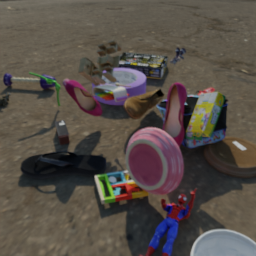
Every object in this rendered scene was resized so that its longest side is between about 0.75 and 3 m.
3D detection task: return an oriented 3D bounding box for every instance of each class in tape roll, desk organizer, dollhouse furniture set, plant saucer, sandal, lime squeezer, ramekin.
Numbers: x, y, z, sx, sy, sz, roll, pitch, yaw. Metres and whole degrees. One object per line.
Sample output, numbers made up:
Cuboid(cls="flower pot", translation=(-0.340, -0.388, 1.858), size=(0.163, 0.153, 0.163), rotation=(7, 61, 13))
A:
Cuboid(cls="tape roll", translation=(-0.463, -2.163, 14.304), size=(2.733, 0.897, 2.733), rotation=(-1, 32, 0))
Cuboid(cls="desk organizer", translation=(-2.605, 0.169, 11.059), size=(0.400, 0.429, 1.115), rotation=(-11, 34, -17))
Cuboid(cls="dollhouse furniture set", translation=(-0.976, -2.426, 11.367), size=(1.699, 1.129, 1.489), rotation=(-6, 66, 33))
Cuboid(cls="plant saucer", translation=(3.825, 0.938, 9.978), size=(2.172, 0.320, 2.172), rotation=(0, 31, 0))
Cuboid(cls="plant saucer", translation=(0.615, 0.986, 7.919), size=(1.950, 1.950, 0.494), rotation=(26, 25, 35))
Cuboid(cls="sandal", translation=(-2.156, 1.106, 9.420), size=(2.824, 0.605, 1.074), rotation=(-2, 32, -3))
Cuboid(cls="lime squeezer", translation=(-3.515, -1.908, 12.624), size=(0.697, 1.973, 0.372), rotation=(-26, 30, 23))
Cuboid(cls="ramekin", translation=(2.131, 3.138, 5.974), size=(1.677, 0.880, 1.677), rotation=(0, 33, 0))

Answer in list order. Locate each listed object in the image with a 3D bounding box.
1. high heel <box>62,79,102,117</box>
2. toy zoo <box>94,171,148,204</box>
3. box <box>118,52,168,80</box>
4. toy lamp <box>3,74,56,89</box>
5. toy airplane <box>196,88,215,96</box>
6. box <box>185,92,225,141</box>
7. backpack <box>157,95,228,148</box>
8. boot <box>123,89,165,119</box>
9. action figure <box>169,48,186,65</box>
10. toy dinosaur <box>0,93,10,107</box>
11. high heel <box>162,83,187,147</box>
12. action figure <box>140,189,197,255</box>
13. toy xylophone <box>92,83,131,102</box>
Cuboid(cls="high heel", translation=(-1.597, -1.047, 10.850), size=(0.745, 2.211, 1.060), rotation=(-44, 38, -8))
Cuboid(cls="toy zoo", translation=(-0.103, 1.765, 8.682), size=(1.707, 0.175, 1.120), rotation=(-6, 32, -15))
Cuboid(cls="box", translation=(0.778, -3.846, 17.125), size=(2.970, 0.733, 2.371), rotation=(8, 35, 13))
Cuboid(cls="toy lamp", translation=(-5.235, -2.489, 14.974), size=(2.737, 0.797, 0.797), rotation=(2, 32, 8))
Cuboid(cls="toy airplane", translation=(4.091, -1.610, 14.010), size=(1.483, 0.273, 1.483), rotation=(0, 33, 0))
Cuboid(cls="box", translation=(2.334, -0.310, 8.581), size=(0.373, 1.541, 0.904), rotation=(27, -7, -21))
Cuboid(cls="backpack", translation=(2.315, -0.398, 10.842), size=(2.202, 1.623, 2.412), rotation=(-14, 18, -23))
Cuboid(cls="boot", translation=(0.718, -1.137, 11.838), size=(0.990, 0.966, 2.625), rotation=(-33, 0, 36))
Cuboid(cls="action figure", translation=(2.039, -2.885, 11.427), size=(0.615, 0.328, 0.945), rotation=(1, 51, 40))
Cuboid(cls="toy dinosaur", translation=(-6.179, -1.233, 13.360), size=(1.296, 0.499, 0.663), rotation=(-24, 25, -21))
Cuboid(cls="high heel", translation=(1.435, -0.272, 9.017), size=(0.780, 2.315, 1.110), rotation=(18, 3, 27))
Cuboid(cls="action figure", translation=(1.076, 2.309, 7.093), size=(0.780, 1.184, 2.392), rotation=(16, 33, 22))
Cuboid(cls="toy xylophone", translation=(-0.580, -1.360, 10.572), size=(1.198, 0.411, 1.636), rotation=(-14, 22, -29))
